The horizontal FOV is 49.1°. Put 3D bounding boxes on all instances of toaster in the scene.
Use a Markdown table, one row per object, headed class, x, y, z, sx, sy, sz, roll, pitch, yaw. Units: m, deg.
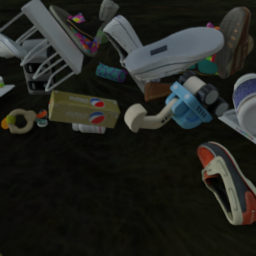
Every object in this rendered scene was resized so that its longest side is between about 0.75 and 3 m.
| class | x | y | z | sx | sy | sz | roll | pitch | yaw |
| --- | --- | --- | --- | --- | --- | --- | --- | --- | --- |
| toaster | -3.329 | -2.386 | 10.619 | 1.081 | 1.647 | 1.821 | -4 | 45 | -10 |

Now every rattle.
| class | x | y | z | sx | sy | sz | roll | pitch | yaw |
| --- | --- | --- | --- | --- | --- | --- | --- | --- | --- |
| rattle | -3.870 | -0.242 | 10.534 | 1.426 | 1.018 | 0.928 | -28 | 82 | -37 |

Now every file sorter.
| class | x | y | z | sx | sy | sz | roll | pitch | yaw |
| --- | --- | --- | --- | --- | --- | --- | --- | --- | --- |
| file sorter | -2.632 | -2.457 | 8.533 | 1.391 | 2.234 | 1.550 | -31 | 30 | 15 |

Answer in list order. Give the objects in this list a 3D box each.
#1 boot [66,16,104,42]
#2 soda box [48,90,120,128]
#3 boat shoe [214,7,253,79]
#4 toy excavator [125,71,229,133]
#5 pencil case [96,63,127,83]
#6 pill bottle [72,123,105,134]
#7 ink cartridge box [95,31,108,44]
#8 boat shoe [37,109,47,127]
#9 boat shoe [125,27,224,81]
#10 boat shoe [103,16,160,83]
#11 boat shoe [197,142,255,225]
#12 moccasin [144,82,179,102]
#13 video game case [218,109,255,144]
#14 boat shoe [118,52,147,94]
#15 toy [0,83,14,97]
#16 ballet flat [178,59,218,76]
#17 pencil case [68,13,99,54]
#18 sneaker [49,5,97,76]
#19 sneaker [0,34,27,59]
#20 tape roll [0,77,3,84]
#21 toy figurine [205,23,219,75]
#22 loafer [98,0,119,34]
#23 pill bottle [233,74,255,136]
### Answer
| class | x | y | z | sx | sy | sz | roll | pitch | yaw |
| --- | --- | --- | --- | --- | --- | --- | --- | --- | --- |
| boot | -1.235 | -3.060 | 8.122 | 0.401 | 0.717 | 1.036 | 44 | 14 | 33 |
| soda box | -1.114 | -0.455 | 7.116 | 1.697 | 0.575 | 0.543 | 7 | 39 | -25 |
| boat shoe | 3.459 | -2.711 | 8.968 | 0.931 | 2.594 | 0.982 | -16 | 60 | -5 |
| toy excavator | 0.971 | -0.353 | 5.711 | 1.689 | 1.642 | 0.844 | -47 | 45 | 10 |
| pencil case | -0.886 | -2.829 | 14.426 | 1.594 | 0.678 | 0.737 | 23 | 44 | 31 |
| pill bottle | -1.409 | -0.132 | 10.161 | 1.108 | 0.628 | 0.628 | 3 | 32 | 6 |
| ink cartridge box | -1.268 | -3.745 | 11.677 | 0.904 | 0.469 | 0.268 | -24 | 64 | -27 |
| boat shoe | -3.334 | -0.387 | 10.859 | 0.357 | 0.321 | 1.009 | -7 | 33 | -10 |
| boat shoe | 1.011 | -1.547 | 6.119 | 2.130 | 0.696 | 0.784 | -7 | 63 | 26 |
| boat shoe | 0.081 | -1.845 | 7.282 | 0.665 | 2.034 | 0.748 | -43 | 23 | -11 |
| boat shoe | 2.494 | 1.371 | 7.525 | 0.871 | 0.991 | 2.783 | -10 | 38 | -11 |
| moccasin | 1.256 | -0.880 | 7.438 | 1.682 | 0.649 | 0.615 | 0 | -12 | -16 |
| video game case | 5.039 | -0.030 | 10.359 | 2.018 | 0.254 | 2.818 | -13 | 34 | -21 |
| boat shoe | 0.470 | -1.865 | 9.172 | 0.775 | 2.371 | 0.872 | -33 | 56 | 8 |
| toy | -5.981 | -1.257 | 12.065 | 1.287 | 0.528 | 2.235 | 3 | 33 | 10 |
| ballet flat | 2.147 | -2.003 | 9.255 | 1.698 | 0.600 | 0.600 | 0 | 30 | -24 |
| pencil case | -1.452 | -3.073 | 9.193 | 0.581 | 1.315 | 0.581 | -11 | 56 | 16 |
| sneaker | -2.538 | -3.447 | 11.069 | 2.738 | 1.454 | 1.024 | 55 | 31 | 12 |
| sneaker | -2.593 | -1.689 | 6.084 | 1.147 | 0.406 | 0.419 | 37 | 12 | 34 |
| tape roll | -6.672 | -2.204 | 13.727 | 1.018 | 0.356 | 1.018 | 0 | 32 | 0 |
| toy figurine | 3.058 | -3.058 | 9.949 | 1.347 | 1.794 | 1.652 | 6 | -14 | 43 |
| loafer | -0.875 | -4.336 | 11.704 | 0.726 | 2.079 | 0.727 | 19 | 62 | -4 |
| pill bottle | 4.640 | -0.952 | 10.192 | 1.489 | 1.489 | 2.574 | 6 | 32 | 9 |
